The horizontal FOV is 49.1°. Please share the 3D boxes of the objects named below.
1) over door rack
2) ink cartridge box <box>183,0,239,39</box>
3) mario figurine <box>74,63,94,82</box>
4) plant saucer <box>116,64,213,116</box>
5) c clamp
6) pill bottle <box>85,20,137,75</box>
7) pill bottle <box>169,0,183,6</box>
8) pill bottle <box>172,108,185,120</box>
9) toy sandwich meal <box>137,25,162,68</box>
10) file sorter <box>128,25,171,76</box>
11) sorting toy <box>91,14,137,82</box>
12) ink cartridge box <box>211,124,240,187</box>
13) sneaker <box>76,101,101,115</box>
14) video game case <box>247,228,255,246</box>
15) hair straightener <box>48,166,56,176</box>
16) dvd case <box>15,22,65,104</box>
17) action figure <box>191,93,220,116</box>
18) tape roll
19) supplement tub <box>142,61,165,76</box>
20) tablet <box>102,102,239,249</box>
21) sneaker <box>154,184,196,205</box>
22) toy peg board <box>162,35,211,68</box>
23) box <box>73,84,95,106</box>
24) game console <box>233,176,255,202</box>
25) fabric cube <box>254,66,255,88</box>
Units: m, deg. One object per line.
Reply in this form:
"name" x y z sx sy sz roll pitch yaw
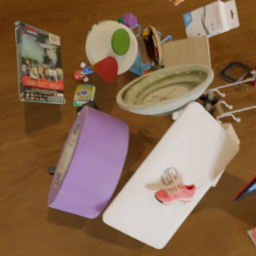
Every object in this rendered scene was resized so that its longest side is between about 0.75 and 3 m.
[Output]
"over door rack" 4.400 -1.149 11.323 2.276 0.758 1.681 -22 48 9
"ink cartridge box" 2.911 -3.802 9.928 1.703 0.988 0.578 -9 6 37
"mario figurine" -2.009 -2.566 12.863 0.679 0.583 1.100 33 54 26
"plant saucer" 0.841 -0.781 6.352 2.205 0.553 2.205 -16 26 8
"c clamp" 5.135 -2.477 13.043 1.594 0.253 1.866 27 55 29
"pill bottle" -0.620 -2.847 9.850 1.745 1.745 2.999 -6 23 -5
"pill bottle" 1.478 -4.610 9.309 0.529 0.529 0.996 -34 100 -27
"pill bottle" 2.293 -0.550 11.032 1.062 0.578 0.578 0 48 1
"toy sandwich meal" 0.789 -3.020 10.594 0.605 1.767 1.767 -16 49 -2
"file sorter" 0.542 -3.779 13.292 2.557 1.569 1.774 28 53 24
"sorting toy" -0.496 -2.371 8.141 0.750 0.755 2.177 15 77 37
"ink cartridge box" 1.911 0.824 7.491 1.245 0.721 2.138 -6 33 51
"sneaker" -0.904 -0.449 8.866 1.509 0.551 0.844 4 67 -40
"video game case" 3.993 3.121 8.048 0.908 0.079 0.649 -15 50 -14
"hair straightener" -2.028 1.503 9.218 1.327 0.511 0.272 15 47 13
"dvd case" -2.842 -2.028 9.194 0.265 2.407 1.757 -3 0 31
"action figure" 1.695 -0.865 7.627 1.585 0.550 1.031 28 66 -15
"tape roll" -0.948 0.764 6.442 1.006 2.367 2.367 22 46 -16
"supplement tub" 1.851 -2.204 11.966 2.305 1.412 1.412 -20 51 -16
"tablet" 1.016 1.121 5.937 2.985 1.943 0.204 -52 31 -1
"sneaker" 0.939 1.247 5.528 0.931 0.404 0.343 2 33 -26
"toy peg board" 2.175 -2.381 10.137 1.580 1.587 0.776 -4 13 24
"box" -1.869 -1.460 12.047 0.747 0.308 1.273 3 46 2
"game console" 3.828 0.994 5.799 2.155 2.501 1.484 35 29 5
"fabric cube" 6.367 -2.544 12.387 1.240 1.264 1.260 10 47 10
